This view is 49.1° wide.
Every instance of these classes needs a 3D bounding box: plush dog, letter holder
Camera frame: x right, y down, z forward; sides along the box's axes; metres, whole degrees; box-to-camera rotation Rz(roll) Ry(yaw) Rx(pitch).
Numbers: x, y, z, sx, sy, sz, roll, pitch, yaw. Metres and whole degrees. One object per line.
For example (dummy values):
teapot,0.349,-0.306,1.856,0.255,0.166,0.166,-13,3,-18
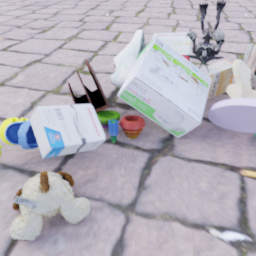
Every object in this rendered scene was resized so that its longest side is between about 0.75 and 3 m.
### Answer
plush dog,-1.967,1.524,6.540,1.802,1.446,1.547,-17,15,-22
letter holder,-1.572,-1.473,9.824,1.053,1.488,2.094,-23,26,-5

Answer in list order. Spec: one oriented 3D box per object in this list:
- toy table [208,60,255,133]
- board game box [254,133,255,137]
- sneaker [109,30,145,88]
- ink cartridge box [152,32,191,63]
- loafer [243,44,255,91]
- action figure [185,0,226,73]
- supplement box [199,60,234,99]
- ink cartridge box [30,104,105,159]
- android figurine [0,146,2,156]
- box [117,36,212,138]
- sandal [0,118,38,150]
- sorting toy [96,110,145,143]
toy table,3.781,-0.853,8.693,2.494,2.293,1.461,8,65,51
board game box,4.931,0.378,8.837,1.422,0.320,1.081,-3,35,-5
sneaker,0.002,-2.628,10.431,1.045,0.917,2.608,9,66,18
ink cartridge box,1.751,-2.676,11.601,1.642,1.635,2.260,3,48,14
loafer,4.634,-1.954,10.490,0.854,0.977,2.717,13,74,25
action figure,2.706,-3.174,9.740,1.385,2.331,1.189,8,3,24
supplement box,3.454,-1.915,11.379,1.854,1.169,0.682,-22,43,-27
ink cartridge box,-1.577,0.052,7.438,1.630,0.686,1.178,-7,66,-41
android figurine,-3.880,0.759,7.714,0.192,0.853,0.937,6,45,36
box,1.271,-1.316,9.056,2.491,1.205,2.198,33,54,-13
sandal,-2.252,0.152,8.165,2.638,1.048,1.148,-10,14,-29
sorting toy,-0.328,-0.013,9.150,1.763,0.723,1.059,11,26,20
